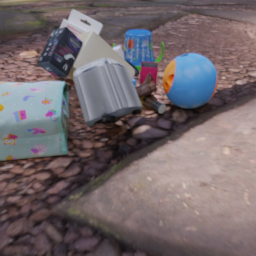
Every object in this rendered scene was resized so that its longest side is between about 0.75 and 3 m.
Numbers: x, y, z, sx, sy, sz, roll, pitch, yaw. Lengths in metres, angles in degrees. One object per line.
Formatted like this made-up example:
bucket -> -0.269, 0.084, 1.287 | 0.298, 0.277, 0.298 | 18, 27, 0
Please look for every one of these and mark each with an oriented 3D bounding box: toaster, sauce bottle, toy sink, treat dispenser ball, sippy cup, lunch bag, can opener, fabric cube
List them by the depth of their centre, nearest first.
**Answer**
toaster -> -0.635, -1.013, 8.518 | 1.518, 1.726, 2.672 | -20, -1, 18
lunch bag -> -3.156, -0.500, 8.776 | 2.549, 1.825, 2.993 | -6, 38, -7
treat dispenser ball -> 2.298, -1.739, 10.503 | 2.030, 2.030, 2.030 | 0, 32, 0
sauce bottle -> 0.720, -1.068, 10.842 | 0.588, 0.588, 1.819 | -19, 37, -27
toy sink -> -1.234, -2.327, 11.224 | 1.405, 2.508, 1.635 | 9, 69, 51
fabric cube -> 0.954, -2.553, 12.964 | 0.795, 0.793, 0.780 | 6, 33, 3
can opener -> -0.199, -2.955, 13.383 | 0.831, 1.030, 2.620 | -13, 30, -26
sippy cup -> 0.522, -4.127, 14.628 | 2.429, 1.780, 1.908 | -25, 40, -35

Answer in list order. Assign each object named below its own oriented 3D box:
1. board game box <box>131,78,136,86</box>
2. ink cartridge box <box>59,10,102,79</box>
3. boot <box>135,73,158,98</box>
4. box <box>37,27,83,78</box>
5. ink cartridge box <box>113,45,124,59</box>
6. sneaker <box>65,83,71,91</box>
board game box -> -0.614, -2.095, 12.627 | 1.534, 0.438, 1.566 | -9, 33, -16
ink cartridge box -> -2.416, -3.700, 12.532 | 1.605, 2.768, 0.939 | 25, 13, -8
boot -> 0.185, -1.432, 10.797 | 1.767, 0.568, 1.647 | -24, 20, 10
box -> -2.363, -2.609, 9.758 | 0.777, 0.896, 1.466 | 5, 68, 41
ink cartridge box -> -0.467, -3.260, 12.557 | 0.380, 0.645, 1.120 | -11, 23, 11
sneaker -> -3.003, -1.833, 12.115 | 1.066, 0.418, 0.480 | 5, 21, -7
